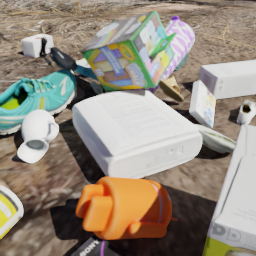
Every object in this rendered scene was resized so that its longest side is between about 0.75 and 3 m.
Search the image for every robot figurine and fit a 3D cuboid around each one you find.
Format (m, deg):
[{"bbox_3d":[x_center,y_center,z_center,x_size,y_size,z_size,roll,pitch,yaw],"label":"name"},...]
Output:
[{"bbox_3d":[0.013,1.244,4.416,1.598,1.150,0.932,11,66,-32],"label":"robot figurine"}]

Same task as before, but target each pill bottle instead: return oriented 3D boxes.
[{"bbox_3d":[-2.353,1.574,4.292,0.758,0.758,1.363,14,35,20],"label":"pill bottle"}]

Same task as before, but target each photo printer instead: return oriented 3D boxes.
[{"bbox_3d":[0.011,-0.027,6.579,2.240,0.935,2.692,-15,35,-24],"label":"photo printer"}]

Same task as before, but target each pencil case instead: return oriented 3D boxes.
[{"bbox_3d":[1.090,-2.355,9.120,1.178,1.200,2.807,17,61,40],"label":"pencil case"}]

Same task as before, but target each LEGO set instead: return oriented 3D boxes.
[{"bbox_3d":[-0.397,-1.827,8.411,0.788,2.782,1.806,14,4,14],"label":"LEGO set"}]

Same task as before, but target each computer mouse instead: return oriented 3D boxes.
[{"bbox_3d":[-1.991,-1.832,7.671,1.221,0.857,0.281,38,56,-3],"label":"computer mouse"}]

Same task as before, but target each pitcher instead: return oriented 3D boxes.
[{"bbox_3d":[-1.969,0.049,6.436,1.077,0.761,1.255,-33,34,15],"label":"pitcher"}]

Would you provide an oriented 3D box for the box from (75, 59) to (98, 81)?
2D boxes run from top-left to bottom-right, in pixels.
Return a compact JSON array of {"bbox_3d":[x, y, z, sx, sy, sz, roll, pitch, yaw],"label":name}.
[{"bbox_3d":[-1.197,-1.938,9.234,0.548,0.327,1.332,-31,42,-34],"label":"box"}]

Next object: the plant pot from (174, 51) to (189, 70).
[{"bbox_3d":[1.458,-3.046,10.912,1.502,1.534,1.534,31,43,28],"label":"plant pot"}]

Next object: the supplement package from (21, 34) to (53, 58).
[{"bbox_3d":[-4.010,-3.677,12.480,0.712,0.704,1.175,17,36,24],"label":"supplement package"}]

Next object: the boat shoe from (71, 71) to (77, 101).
[{"bbox_3d":[-1.978,-1.424,9.026,0.648,0.592,1.801,-8,33,3],"label":"boat shoe"}]

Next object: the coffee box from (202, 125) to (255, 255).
[{"bbox_3d":[2.051,1.401,3.469,1.931,1.913,1.934,15,36,22],"label":"coffee box"}]

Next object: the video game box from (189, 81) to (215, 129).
[{"bbox_3d":[1.951,-0.596,7.291,0.225,0.874,0.959,-15,50,44],"label":"video game box"}]

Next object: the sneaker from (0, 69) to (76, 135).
[{"bbox_3d":[-2.344,-0.811,7.132,1.038,1.067,2.678,40,54,13],"label":"sneaker"}]

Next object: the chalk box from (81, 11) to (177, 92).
[{"bbox_3d":[0.213,-1.879,6.988,2.180,1.350,1.357,3,47,40],"label":"chalk box"}]

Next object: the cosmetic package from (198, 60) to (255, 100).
[{"bbox_3d":[3.551,-1.601,9.188,2.213,0.819,1.125,-7,34,-14],"label":"cosmetic package"}]

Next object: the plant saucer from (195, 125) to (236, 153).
[{"bbox_3d":[1.984,0.304,6.390,1.177,0.295,1.177,22,13,-5],"label":"plant saucer"}]

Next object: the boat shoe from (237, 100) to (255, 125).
[{"bbox_3d":[3.336,-0.564,7.832,0.438,0.505,1.185,20,38,28],"label":"boat shoe"}]

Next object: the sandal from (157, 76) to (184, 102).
[{"bbox_3d":[1.149,-1.343,8.137,1.561,0.513,0.572,30,-9,-26],"label":"sandal"}]

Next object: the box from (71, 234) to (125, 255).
[{"bbox_3d":[-0.184,2.416,3.328,2.153,0.389,1.539,24,40,34],"label":"box"}]
